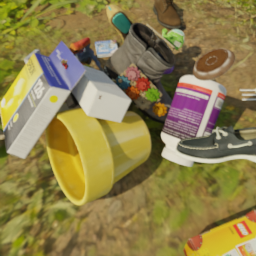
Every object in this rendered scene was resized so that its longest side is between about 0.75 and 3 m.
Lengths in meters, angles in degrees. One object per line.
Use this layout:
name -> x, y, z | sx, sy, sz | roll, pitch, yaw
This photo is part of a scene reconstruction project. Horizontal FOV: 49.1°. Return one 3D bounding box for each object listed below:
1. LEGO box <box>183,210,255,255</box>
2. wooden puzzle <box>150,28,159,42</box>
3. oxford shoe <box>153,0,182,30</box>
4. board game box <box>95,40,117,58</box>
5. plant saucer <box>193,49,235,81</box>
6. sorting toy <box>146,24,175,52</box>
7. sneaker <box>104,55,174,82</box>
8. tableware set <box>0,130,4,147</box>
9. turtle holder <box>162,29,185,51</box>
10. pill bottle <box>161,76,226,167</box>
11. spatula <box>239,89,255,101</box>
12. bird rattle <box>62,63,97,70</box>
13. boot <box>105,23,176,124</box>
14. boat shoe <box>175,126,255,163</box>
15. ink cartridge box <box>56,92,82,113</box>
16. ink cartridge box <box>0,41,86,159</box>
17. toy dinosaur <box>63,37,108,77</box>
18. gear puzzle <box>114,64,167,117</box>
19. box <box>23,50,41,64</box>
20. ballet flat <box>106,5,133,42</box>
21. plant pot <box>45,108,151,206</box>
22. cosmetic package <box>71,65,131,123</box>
LEGO box -> 2.642, 3.378, 6.119 | 1.853, 0.960, 2.488 | -17, 53, -13
wooden puzzle -> 0.520, -2.501, 8.084 | 0.804, 0.745, 0.186 | -11, 54, 32
oxford shoe -> 1.837, -5.651, 13.400 | 0.955, 1.109, 2.627 | -14, 54, -14
board game box -> -0.932, -3.442, 12.165 | 0.926, 0.201, 0.921 | -9, 52, -7
plant saucer -> 1.663, -1.288, 5.529 | 0.855, 0.137, 0.855 | -24, 40, 22
sorting toy -> 0.689, -3.074, 10.016 | 1.851, 1.379, 0.248 | 40, 60, -2
sneaker -> 0.267, -2.039, 10.114 | 2.976, 1.241, 1.200 | 1, 70, 39
tableware set -> -5.139, -0.026, 8.757 | 2.820, 0.565, 1.864 | 32, 37, 23
turtle holder -> 1.740, -3.435, 10.744 | 0.899, 0.683, 0.638 | 13, 59, 30
pill bottle -> 1.781, -0.186, 8.016 | 1.355, 1.355, 2.410 | 20, 95, 16
spatula -> 4.668, -1.231, 10.467 | 0.931, 0.075, 0.647 | 0, 56, 1
bird rattle -> -1.701, -1.893, 9.638 | 1.339, 0.754, 1.092 | 18, 35, 37
boot -> 0.772, -1.425, 8.201 | 2.985, 1.965, 1.042 | 40, 57, -12
boat shoe -> 2.240, 0.290, 6.148 | 2.398, 0.723, 0.907 | -1, 23, -1
ink cartridge box -> -1.856, -0.819, 8.784 | 1.183, 0.686, 1.603 | -25, 80, 22
ink cartridge box -> -2.444, -0.999, 7.459 | 2.699, 0.634, 2.667 | -54, 38, 12
toy dinosaur -> -1.750, -2.501, 9.363 | 1.413, 2.443, 2.692 | -15, 70, -21
gear puzzle -> 0.416, -0.920, 8.008 | 1.749, 0.906, 0.229 | 45, 33, -13
box -> -2.894, -1.946, 8.864 | 0.173, 0.838, 0.653 | 6, 42, 21
ballet flat -> -0.040, -2.878, 8.092 | 0.630, 1.835, 0.578 | -36, 60, 8
plant pot -> -0.725, 0.553, 7.699 | 2.301, 2.445, 2.445 | -16, 51, -33
cosmetic package -> -0.836, -0.959, 7.344 | 0.989, 0.695, 1.949 | 12, 23, -34
